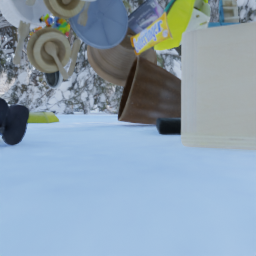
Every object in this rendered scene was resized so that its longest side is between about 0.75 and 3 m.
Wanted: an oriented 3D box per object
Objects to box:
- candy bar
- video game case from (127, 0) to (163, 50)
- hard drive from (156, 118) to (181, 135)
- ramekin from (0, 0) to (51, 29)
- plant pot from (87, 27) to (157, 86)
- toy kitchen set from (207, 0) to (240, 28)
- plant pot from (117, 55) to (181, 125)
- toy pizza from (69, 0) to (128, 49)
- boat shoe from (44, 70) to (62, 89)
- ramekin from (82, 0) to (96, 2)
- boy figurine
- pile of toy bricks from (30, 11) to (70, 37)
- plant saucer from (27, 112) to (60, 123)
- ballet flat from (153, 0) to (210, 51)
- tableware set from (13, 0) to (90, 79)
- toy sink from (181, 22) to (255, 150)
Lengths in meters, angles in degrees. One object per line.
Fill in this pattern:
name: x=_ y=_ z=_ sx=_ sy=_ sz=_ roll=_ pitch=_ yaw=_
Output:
candy bar: x=0.340 y=-1.403 z=4.327 sx=0.160 sy=0.359 sz=1.441 roll=-23 pitch=11 yaw=-15
video game case: x=0.832 y=-3.507 z=9.597 sx=1.202 sy=0.160 sz=1.682 roll=-32 pitch=-42 yaw=29
hard drive: x=1.315 y=-0.064 z=6.406 sx=1.299 sy=0.306 sz=1.861 roll=0 pitch=3 yaw=4
ramekin: x=-3.224 y=-3.830 z=8.687 sx=0.807 sy=1.538 sz=1.538 roll=-7 pitch=-1 yaw=36
plant pot: x=-0.082 y=-3.127 z=10.845 sx=2.835 sy=2.835 sz=1.309 roll=-1 pitch=-26 yaw=-20
toy kitchen set: x=2.714 y=-3.450 z=7.858 sx=0.906 sy=1.538 sz=1.232 roll=2 pitch=-33 yaw=8
plant pot: x=1.107 y=-0.992 z=9.563 sx=2.415 sy=2.258 sz=2.258 roll=16 pitch=1 yaw=-9
toy pizza: x=-0.832 y=-3.105 z=7.846 sx=1.812 sy=1.812 sz=0.287 roll=-2 pitch=1 yaw=-30
boat shoe: x=-2.400 y=-2.032 z=8.516 sx=0.588 sy=1.715 sz=0.485 roll=3 pitch=17 yaw=14
ramekin: x=-0.921 y=-2.655 z=4.744 sx=1.041 sy=0.546 sz=1.041 roll=18 pitch=37 yaw=-15
boy figurine: x=-2.320 y=-0.235 z=4.308 sx=2.016 sy=0.649 sz=1.253 roll=16 pitch=-4 yaw=41
pile of toy bricks: x=-1.817 y=-2.494 z=7.156 sx=0.699 sy=1.416 sz=0.786 roll=13 pitch=-31 yaw=19
plant saucer: x=-4.070 y=-0.456 z=12.056 sx=1.857 sy=0.445 sz=1.860 roll=0 pitch=3 yaw=0
ballet flat: x=1.319 y=-2.499 z=6.266 sx=0.997 sy=0.994 sz=2.975 roll=24 pitch=43 yaw=1
tableware set: x=-1.622 y=-2.438 z=6.591 sx=1.619 sy=2.449 sz=0.491 roll=4 pitch=22 yaw=-43
toy sink: x=2.311 y=-0.557 z=3.748 sx=2.838 sy=1.590 sz=1.850 roll=2 pitch=4 yaw=25
